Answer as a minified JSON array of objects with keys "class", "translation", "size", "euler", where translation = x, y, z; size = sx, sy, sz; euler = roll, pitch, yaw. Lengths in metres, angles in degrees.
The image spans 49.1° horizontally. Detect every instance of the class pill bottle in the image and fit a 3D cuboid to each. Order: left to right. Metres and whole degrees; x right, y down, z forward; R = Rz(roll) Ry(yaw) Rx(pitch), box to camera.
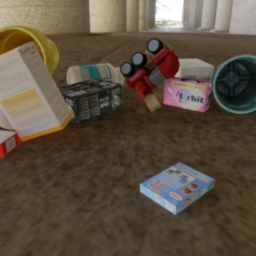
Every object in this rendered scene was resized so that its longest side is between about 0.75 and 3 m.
[{"class":"pill bottle","translation":[-5.372,-0.932,10.782],"size":[2.741,1.641,1.641],"euler":[10,26,21]},{"class":"pill bottle","translation":[-1.628,-2.491,14.445],"size":[2.766,1.532,1.532],"euler":[-11,26,-26]}]

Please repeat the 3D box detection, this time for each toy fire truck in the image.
[{"class":"toy fire truck","translation":[1.190,-2.172,12.423],"size":[2.507,2.849,1.833],"euler":[-35,-18,24]}]

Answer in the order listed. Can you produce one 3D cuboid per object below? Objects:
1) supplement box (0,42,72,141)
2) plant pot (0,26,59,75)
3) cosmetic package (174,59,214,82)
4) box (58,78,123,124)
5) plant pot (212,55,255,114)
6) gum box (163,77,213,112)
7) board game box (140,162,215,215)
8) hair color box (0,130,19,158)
[{"class":"supplement box","translation":[-3.312,-1.121,9.198],"size":[1.756,2.786,1.024],"euler":[-15,25,20]},{"class":"plant pot","translation":[-4.464,-3.219,12.845],"size":[2.734,2.734,2.573],"euler":[4,19,9]},{"class":"cosmetic package","translation":[3.057,-2.482,14.202],"size":[1.678,1.677,2.034],"euler":[-4,25,-10]},{"class":"box","translation":[-1.776,-1.241,11.937],"size":[2.457,1.058,2.012],"euler":[-25,31,-39]},{"class":"plant pot","translation":[4.982,-2.118,12.849],"size":[2.461,2.461,2.410],"euler":[4,17,8]},{"class":"gum box","translation":[2.715,-1.548,12.687],"size":[2.128,1.208,0.704],"euler":[16,28,32]},{"class":"board game box","translation":[1.250,1.459,7.092],"size":[1.542,0.282,1.166],"euler":[-20,31,-37]},{"class":"hair color box","translation":[-4.555,0.444,9.067],"size":[1.726,0.529,0.876],"euler":[7,25,13]}]
